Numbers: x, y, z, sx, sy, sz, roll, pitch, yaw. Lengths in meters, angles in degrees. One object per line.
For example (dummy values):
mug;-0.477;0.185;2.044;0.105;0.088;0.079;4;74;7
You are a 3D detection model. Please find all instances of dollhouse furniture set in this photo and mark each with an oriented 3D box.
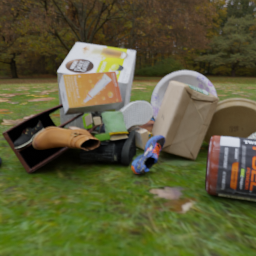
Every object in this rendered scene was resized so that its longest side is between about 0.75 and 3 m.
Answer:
dollhouse furniture set;-0.559;-0.085;8.647;1.446;0.947;0.726;-9;-7;-31

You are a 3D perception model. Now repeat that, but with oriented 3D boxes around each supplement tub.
supplement tub;3.202;0.984;6.367;2.720;1.455;1.455;4;13;19

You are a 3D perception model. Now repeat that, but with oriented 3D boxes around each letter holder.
letter holder;-2.185;-0.022;9.034;1.973;1.396;2.775;-29;7;15

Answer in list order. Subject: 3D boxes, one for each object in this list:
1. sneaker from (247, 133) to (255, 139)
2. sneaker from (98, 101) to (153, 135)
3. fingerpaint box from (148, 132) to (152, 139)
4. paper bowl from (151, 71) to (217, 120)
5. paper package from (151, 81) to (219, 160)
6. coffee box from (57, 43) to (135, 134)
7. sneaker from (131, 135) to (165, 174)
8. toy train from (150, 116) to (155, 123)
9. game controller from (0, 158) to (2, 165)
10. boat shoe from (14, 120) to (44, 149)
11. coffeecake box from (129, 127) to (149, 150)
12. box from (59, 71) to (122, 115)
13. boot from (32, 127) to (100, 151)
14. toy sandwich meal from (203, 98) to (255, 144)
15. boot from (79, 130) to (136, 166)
sneaker;4.053;0.536;9.181;2.314;1.064;0.876;1;12;6
sneaker;-0.126;-0.286;10.179;2.361;0.926;0.938;-27;3;-38
fingerpaint box;0.528;0.318;11.859;0.665;0.292;0.797;-7;16;-33
paper bowl;2.435;-0.980;12.104;2.734;2.734;1.422;4;-2;18
paper package;1.866;-0.363;9.946;1.270;2.339;2.454;17;12;-6
coffee box;-1.313;-1.694;12.170;2.749;2.779;2.775;10;41;2
sneaker;0.700;0.798;8.097;0.548;0.526;1.396;5;53;55
toy train;1.198;-0.741;14.269;1.542;0.669;0.881;29;13;-40
game controller;-4.884;1.110;8.435;1.971;0.415;1.028;-5;-1;-22
boat shoe;-2.903;0.178;8.078;0.434;0.372;1.187;-4;29;26
coffeecake box;0.411;0.355;10.512;0.316;0.664;0.865;-21;23;-26
box;-1.263;-1.161;9.356;1.807;1.124;0.881;-9;-9;-22
boot;-1.531;0.372;7.057;1.441;0.553;1.119;-8;21;-43
toy sandwich meal;3.677;-0.178;9.984;2.466;2.466;0.845;3;39;11
boot;-0.602;0.585;9.485;1.636;0.824;2.189;2;13;11
